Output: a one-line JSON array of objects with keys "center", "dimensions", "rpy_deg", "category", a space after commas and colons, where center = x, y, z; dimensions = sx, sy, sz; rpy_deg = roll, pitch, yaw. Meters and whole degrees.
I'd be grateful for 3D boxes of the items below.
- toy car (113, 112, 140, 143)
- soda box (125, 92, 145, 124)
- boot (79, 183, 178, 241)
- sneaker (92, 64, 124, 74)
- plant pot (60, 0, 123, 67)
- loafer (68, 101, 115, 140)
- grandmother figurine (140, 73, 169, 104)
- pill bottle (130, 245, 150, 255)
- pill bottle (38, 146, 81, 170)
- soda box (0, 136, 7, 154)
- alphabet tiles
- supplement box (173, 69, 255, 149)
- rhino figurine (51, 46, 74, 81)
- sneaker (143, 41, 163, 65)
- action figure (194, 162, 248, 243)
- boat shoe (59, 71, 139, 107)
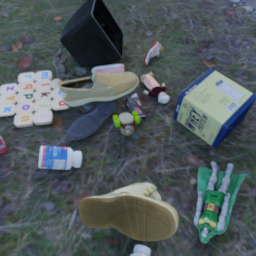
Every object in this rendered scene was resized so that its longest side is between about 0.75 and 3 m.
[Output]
[{"center": [-0.023, 0.043, 9.940], "dimensions": [0.857, 1.043, 0.823], "rpy_deg": [-11, 25, -6], "category": "toy car"}, {"center": [0.265, -0.809, 10.933], "dimensions": [0.462, 0.414, 1.307], "rpy_deg": [-13, 54, -10], "category": "soda box"}, {"center": [0.397, 2.045, 7.303], "dimensions": [2.778, 2.159, 1.011], "rpy_deg": [-9, 85, 37], "category": "boot"}, {"center": [-0.863, -2.190, 11.854], "dimensions": [1.664, 0.870, 0.626], "rpy_deg": [3, 12, 37], "category": "sneaker"}, {"center": [-1.601, -3.969, 12.115], "dimensions": [1.981, 2.233, 2.228], "rpy_deg": [-22, 42, 23], "category": "plant pot"}, {"center": [-1.335, -0.229, 10.445], "dimensions": [2.122, 0.668, 0.763], "rpy_deg": [-41, 89, -23], "category": "loafer"}, {"center": [1.117, -1.592, 11.504], "dimensions": [1.010, 0.505, 1.666], "rpy_deg": [-29, 55, -9], "category": "grandmother figurine"}, {"center": [0.257, 3.601, 7.133], "dimensions": [0.602, 0.602, 1.073], "rpy_deg": [13, 50, 9], "category": "pill bottle"}, {"center": [-2.234, 0.997, 9.220], "dimensions": [1.315, 0.738, 0.738], "rpy_deg": [5, 50, -20], "category": "pill bottle"}, {"center": [-4.988, 0.816, 9.665], "dimensions": [1.424, 0.451, 0.498], "rpy_deg": [-24, 55, -16], "category": "soda box"}, {"center": [-3.806, -1.241, 11.390], "dimensions": [2.821, 0.210, 2.884], "rpy_deg": [-8, 53, -5], "category": "alphabet tiles"}, {"center": [3.106, -0.754, 10.238], "dimensions": [1.999, 1.343, 2.001], "rpy_deg": [40, 62, 23], "category": "supplement box"}, {"center": [-2.809, -2.702, 11.688], "dimensions": [0.695, 0.475, 1.590], "rpy_deg": [-22, 82, 23], "category": "rhino figurine"}, {"center": [1.148, -3.363, 12.781], "dimensions": [0.543, 0.515, 1.323], "rpy_deg": [36, 74, -7], "category": "sneaker"}, {"center": [2.552, 2.182, 8.305], "dimensions": [1.541, 0.713, 2.609], "rpy_deg": [0, 45, 32], "category": "action figure"}, {"center": [-1.069, -1.586, 10.239], "dimensions": [2.927, 1.115, 1.049], "rpy_deg": [-17, 50, -1], "category": "boat shoe"}]
